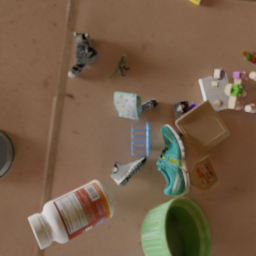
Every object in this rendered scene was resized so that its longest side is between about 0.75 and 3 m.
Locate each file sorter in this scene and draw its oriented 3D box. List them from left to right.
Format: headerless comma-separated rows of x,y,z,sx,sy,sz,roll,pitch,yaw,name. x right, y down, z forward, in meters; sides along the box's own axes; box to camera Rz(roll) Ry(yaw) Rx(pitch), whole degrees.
0.490,0.455,11.103,0.709,0.802,1.156,-1,112,2,file sorter

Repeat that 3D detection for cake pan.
-5.836,1.087,11.457,2.301,0.422,2.301,0,85,0,cake pan

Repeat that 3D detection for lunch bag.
0.003,-0.955,11.122,0.989,1.161,0.708,12,51,22,lunch bag

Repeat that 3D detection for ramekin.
1.708,3.950,10.100,1.303,2.668,2.668,-29,84,40,ramekin

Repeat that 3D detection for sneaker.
-0.064,1.534,11.355,0.937,0.609,1.623,36,65,29,sneaker
0.868,-0.896,11.590,0.790,0.449,0.298,-31,122,-5,sneaker
1.664,1.264,11.001,1.136,1.105,2.852,-9,80,-6,sneaker

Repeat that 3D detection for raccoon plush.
-2.166,-3.149,11.672,1.809,0.875,1.212,-42,78,-3,raccoon plush

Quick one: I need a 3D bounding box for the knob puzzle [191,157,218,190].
2.930,1.921,11.180,1.377,0.191,1.377,3,83,-25,knob puzzle

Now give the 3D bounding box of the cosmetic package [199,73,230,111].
3.677,-1.440,11.648,1.101,0.377,1.460,-14,90,-1,cosmetic package

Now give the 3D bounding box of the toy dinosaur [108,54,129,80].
-0.292,-2.472,11.809,0.560,0.302,1.271,29,106,-13,toy dinosaur

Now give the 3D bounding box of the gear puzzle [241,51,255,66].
5.300,-3.037,11.971,0.978,0.128,0.507,30,86,3,gear puzzle

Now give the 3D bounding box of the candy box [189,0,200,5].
2.496,-6.131,12.198,1.711,0.226,0.875,28,83,2,candy box

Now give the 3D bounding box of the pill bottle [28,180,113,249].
-2.042,3.125,10.103,2.746,1.540,1.540,-23,85,-24,pill bottle

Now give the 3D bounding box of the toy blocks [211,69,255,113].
4.406,-1.493,11.179,1.726,1.453,1.613,12,103,39,toy blocks

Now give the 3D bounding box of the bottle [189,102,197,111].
2.992,-0.492,11.540,1.351,0.441,0.564,48,50,7,bottle

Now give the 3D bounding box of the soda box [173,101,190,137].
2.284,-0.358,11.476,0.448,0.501,1.416,-9,85,-30,soda box

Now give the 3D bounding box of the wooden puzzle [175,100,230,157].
2.935,0.019,11.051,1.619,0.326,1.750,-35,96,-4,wooden puzzle
